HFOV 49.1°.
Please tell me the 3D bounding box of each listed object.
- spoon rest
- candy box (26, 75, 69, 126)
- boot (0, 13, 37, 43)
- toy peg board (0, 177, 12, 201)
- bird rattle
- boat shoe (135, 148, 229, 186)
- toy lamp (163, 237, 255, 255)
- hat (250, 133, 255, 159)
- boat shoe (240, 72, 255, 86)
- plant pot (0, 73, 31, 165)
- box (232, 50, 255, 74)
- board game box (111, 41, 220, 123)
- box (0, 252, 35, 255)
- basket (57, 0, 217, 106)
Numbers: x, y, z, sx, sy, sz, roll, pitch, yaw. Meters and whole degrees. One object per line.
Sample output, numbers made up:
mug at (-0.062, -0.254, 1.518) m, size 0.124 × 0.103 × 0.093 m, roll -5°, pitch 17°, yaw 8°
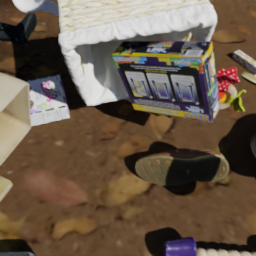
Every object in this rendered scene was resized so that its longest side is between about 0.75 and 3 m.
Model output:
spoon rest at (-2.542, -3.712, 8.099) m, size 2.164 × 1.075 × 0.656 m, roll 26°, pitch 27°, yaw 9°
candy box at (-2.822, -0.826, 8.747) m, size 1.713 × 0.613 × 1.437 m, roll -14°, pitch 55°, yaw -10°
boot at (-4.527, -4.073, 11.153) m, size 1.357 × 0.617 × 1.615 m, roll 11°, pitch 60°, yaw 3°
toy peg board at (-4.178, 1.587, 6.811) m, size 1.744 × 0.857 × 1.751 m, roll 20°, pitch 56°, yaw 14°
bird rattle at (2.176, -0.775, 6.421) m, size 0.957 × 1.174 × 0.661 m, roll -24°, pitch 45°, yaw 30°
boat shoe at (1.372, 0.976, 7.397) m, size 2.337 × 0.841 × 0.789 m, roll -3°, pitch 20°, yaw 7°
toy lamp at (2.079, 2.777, 6.002) m, size 2.618 × 0.762 × 0.762 m, roll 2°, pitch 53°, yaw 3°
hat at (4.472, 0.733, 7.283) m, size 2.555 × 1.031 × 2.555 m, roll -7°, pitch 42°, yaw 7°
boat shoe at (3.714, -1.342, 7.826) m, size 1.096 × 0.406 × 0.364 m, roll 32°, pitch 101°, yaw 24°
plant pot at (-3.001, -0.147, 5.130) m, size 1.575 × 1.779 × 1.777 m, roll 30°, pitch 58°, yaw -1°
box at (4.383, -2.286, 10.045) m, size 0.296 × 0.277 × 1.430 m, roll -28°, pitch 58°, yaw -20°
board game box at (0.875, -1.046, 6.269) m, size 2.105 × 1.740 × 0.597 m, roll 13°, pitch 56°, yaw 33°
box at (-3.382, 3.709, 5.373) m, size 2.872 × 0.625 × 2.301 m, roll -1°, pitch 53°, yaw -1°
basket at (0.050, -2.304, 6.575) m, size 2.992 × 2.965 × 2.406 m, roll -10°, pitch 73°, yaw -2°
